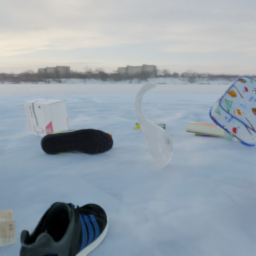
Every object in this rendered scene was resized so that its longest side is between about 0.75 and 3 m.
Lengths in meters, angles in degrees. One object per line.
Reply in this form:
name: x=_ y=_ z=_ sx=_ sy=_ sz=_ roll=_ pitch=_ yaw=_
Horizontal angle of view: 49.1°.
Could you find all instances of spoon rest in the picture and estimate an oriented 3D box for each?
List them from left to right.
spoon rest: x=0.717 y=-0.053 z=8.117 sx=0.730 sy=2.409 sz=1.197 roll=-16 pitch=-6 yaw=28

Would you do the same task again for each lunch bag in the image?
lunch bag: x=4.521 y=-0.620 z=10.611 sx=2.261 sy=1.066 sz=2.821 roll=40 pitch=56 yaw=12

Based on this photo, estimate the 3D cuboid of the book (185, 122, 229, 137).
book: x=3.678 y=0.031 z=12.311 sx=1.272 sy=0.458 sz=1.904 roll=-6 pitch=11 yaw=-42

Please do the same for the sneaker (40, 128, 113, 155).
sneaker: x=-1.737 y=0.378 z=9.604 sx=2.511 sy=0.901 sz=1.040 roll=0 pitch=10 yaw=3

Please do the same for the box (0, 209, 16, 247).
box: x=-2.239 y=1.576 z=4.188 sx=0.993 sy=0.386 sz=0.472 roll=-5 pitch=11 yaw=-29

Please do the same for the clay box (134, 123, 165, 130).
clay box: x=1.024 y=-0.078 z=13.837 sx=0.836 sy=0.346 sz=1.455 roll=-9 pitch=14 yaw=-44

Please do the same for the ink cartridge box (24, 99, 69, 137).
ink cartridge box: x=-3.577 y=-0.424 z=12.245 sx=2.119 sy=1.552 sz=0.877 roll=8 pitch=20 yaw=44

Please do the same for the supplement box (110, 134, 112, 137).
supplement box: x=-1.362 y=0.441 z=10.383 sx=1.372 sy=0.504 sz=0.864 roll=8 pitch=13 yaw=39

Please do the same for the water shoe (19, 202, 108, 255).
water shoe: x=-0.788 y=1.401 z=4.052 sx=0.705 sy=0.778 sz=1.971 roll=3 pitch=10 yaw=15

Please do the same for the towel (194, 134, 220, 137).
towel: x=3.567 y=0.269 z=12.479 sx=1.147 sy=0.131 sz=0.824 roll=3 pitch=10 yaw=16
